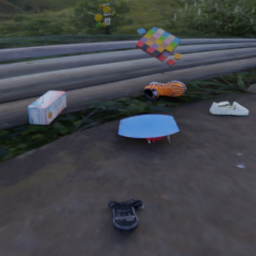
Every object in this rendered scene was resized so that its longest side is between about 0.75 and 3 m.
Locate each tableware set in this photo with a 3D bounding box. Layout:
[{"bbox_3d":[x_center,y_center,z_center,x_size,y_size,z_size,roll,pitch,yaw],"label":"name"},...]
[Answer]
[{"bbox_3d":[-1.079,-4.770,11.931,0.694,1.030,0.158,-3,-7,11],"label":"tableware set"}]

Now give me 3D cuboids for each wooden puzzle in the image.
[{"bbox_3d":[1.476,-4.050,13.462,2.688,0.189,1.594,34,67,16],"label":"wooden puzzle"}]

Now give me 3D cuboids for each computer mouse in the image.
[{"bbox_3d":[-0.047,1.976,6.116,0.833,0.317,1.203,-1,13,-2],"label":"computer mouse"}]

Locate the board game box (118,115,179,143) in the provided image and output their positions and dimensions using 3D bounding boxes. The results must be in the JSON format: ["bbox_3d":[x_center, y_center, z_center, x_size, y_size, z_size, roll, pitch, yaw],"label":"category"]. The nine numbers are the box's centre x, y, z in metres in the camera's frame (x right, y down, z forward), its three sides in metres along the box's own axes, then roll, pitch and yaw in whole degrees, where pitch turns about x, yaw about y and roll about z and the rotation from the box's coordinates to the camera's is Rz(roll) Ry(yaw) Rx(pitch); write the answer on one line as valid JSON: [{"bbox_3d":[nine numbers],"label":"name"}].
[{"bbox_3d":[0.709,0.121,10.164,2.031,0.501,2.571,-4,18,2],"label":"board game box"}]

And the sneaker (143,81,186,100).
[{"bbox_3d":[1.781,-1.828,14.380,2.189,0.849,1.226,3,25,32],"label":"sneaker"}]

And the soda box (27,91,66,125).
[{"bbox_3d":[-3.454,-0.932,12.194,0.811,0.754,2.372,3,23,6],"label":"soda box"}]

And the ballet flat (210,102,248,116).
[{"bbox_3d":[4.463,-0.841,12.250,1.694,0.608,0.608,1,23,1],"label":"ballet flat"}]
